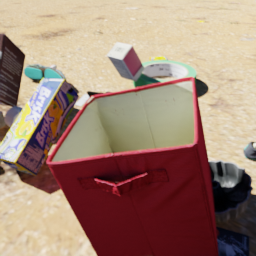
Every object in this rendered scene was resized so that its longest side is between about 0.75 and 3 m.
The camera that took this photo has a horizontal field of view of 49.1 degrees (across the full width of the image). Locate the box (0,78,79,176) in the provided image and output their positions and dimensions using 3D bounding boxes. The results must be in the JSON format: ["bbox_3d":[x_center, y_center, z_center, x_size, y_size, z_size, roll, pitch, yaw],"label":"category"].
[{"bbox_3d":[-2.661,-0.121,8.436,1.017,0.933,2.902,8,61,31],"label":"box"}]

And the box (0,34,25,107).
[{"bbox_3d":[-4.941,-1.994,9.858,1.782,2.148,1.764,5,-7,3],"label":"box"}]

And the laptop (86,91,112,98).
[{"bbox_3d":[-0.312,-1.335,11.329,2.031,1.183,2.291,9,34,12],"label":"laptop"}]

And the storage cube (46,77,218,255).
[{"bbox_3d":[0.360,0.850,5.931,2.556,2.688,2.990,-9,30,17],"label":"storage cube"}]

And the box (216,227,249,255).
[{"bbox_3d":[1.812,2.679,5.672,1.093,0.625,1.201,12,35,16],"label":"box"}]

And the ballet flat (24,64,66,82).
[{"bbox_3d":[-3.765,-2.557,13.442,2.730,1.014,1.014,22,39,24],"label":"ballet flat"}]

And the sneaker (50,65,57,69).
[{"bbox_3d":[-3.957,-2.929,14.531,0.563,0.351,1.050,21,42,30],"label":"sneaker"}]

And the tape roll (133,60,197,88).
[{"bbox_3d":[1.718,-2.409,13.403,2.995,0.720,2.995,1,33,0],"label":"tape roll"}]

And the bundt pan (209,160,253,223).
[{"bbox_3d":[2.179,1.635,6.977,1.778,0.667,1.778,-16,30,9],"label":"bundt pan"}]

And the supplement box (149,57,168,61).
[{"bbox_3d":[1.669,-3.578,15.371,0.934,0.512,0.509,-6,34,-9],"label":"supplement box"}]

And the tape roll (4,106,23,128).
[{"bbox_3d":[-3.921,-0.306,10.068,0.569,0.828,0.828,25,41,34],"label":"tape roll"}]

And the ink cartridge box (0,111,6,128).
[{"bbox_3d":[-6.001,-0.377,10.310,2.605,0.656,1.419,18,36,24],"label":"ink cartridge box"}]

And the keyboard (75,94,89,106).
[{"bbox_3d":[-1.953,-1.208,12.163,0.290,0.055,1.030,9,35,14],"label":"keyboard"}]

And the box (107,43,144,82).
[{"bbox_3d":[-0.076,-2.859,12.206,0.948,1.482,0.808,24,73,36],"label":"box"}]

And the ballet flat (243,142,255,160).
[{"bbox_3d":[4.611,0.704,8.677,1.940,0.709,0.709,4,33,6],"label":"ballet flat"}]
